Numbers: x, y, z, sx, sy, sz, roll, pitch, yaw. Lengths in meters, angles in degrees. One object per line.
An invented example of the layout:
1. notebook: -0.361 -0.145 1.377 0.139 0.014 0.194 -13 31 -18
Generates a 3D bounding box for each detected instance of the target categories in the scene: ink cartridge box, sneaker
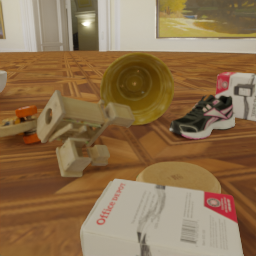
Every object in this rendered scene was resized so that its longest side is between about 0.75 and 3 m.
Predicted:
1. ink cartridge box: 3.809 -1.002 8.912 1.840 1.336 0.767 15 24 37
2. sneaker: 2.061 -0.407 7.714 2.315 1.000 0.930 -16 23 -38
3. ink cartridge box: 0.410 1.248 3.316 1.613 0.673 1.172 5 19 14

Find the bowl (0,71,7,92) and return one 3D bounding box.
1. bowl: -6.537 -1.597 11.132 2.856 1.068 2.860 0 20 0

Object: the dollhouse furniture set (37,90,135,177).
1. dollhouse furniture set: -0.758 0.363 6.196 2.007 1.116 1.775 9 46 -40

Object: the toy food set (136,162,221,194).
1. toy food set: 0.791 0.963 4.679 1.415 0.348 1.429 -14 23 -36

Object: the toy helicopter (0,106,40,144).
1. toy helicopter: -3.098 -0.028 7.316 1.422 0.848 2.150 -19 14 -23

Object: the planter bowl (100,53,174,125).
1. planter bowl: 0.227 -1.188 8.113 2.068 2.068 0.861 -1 24 -4
